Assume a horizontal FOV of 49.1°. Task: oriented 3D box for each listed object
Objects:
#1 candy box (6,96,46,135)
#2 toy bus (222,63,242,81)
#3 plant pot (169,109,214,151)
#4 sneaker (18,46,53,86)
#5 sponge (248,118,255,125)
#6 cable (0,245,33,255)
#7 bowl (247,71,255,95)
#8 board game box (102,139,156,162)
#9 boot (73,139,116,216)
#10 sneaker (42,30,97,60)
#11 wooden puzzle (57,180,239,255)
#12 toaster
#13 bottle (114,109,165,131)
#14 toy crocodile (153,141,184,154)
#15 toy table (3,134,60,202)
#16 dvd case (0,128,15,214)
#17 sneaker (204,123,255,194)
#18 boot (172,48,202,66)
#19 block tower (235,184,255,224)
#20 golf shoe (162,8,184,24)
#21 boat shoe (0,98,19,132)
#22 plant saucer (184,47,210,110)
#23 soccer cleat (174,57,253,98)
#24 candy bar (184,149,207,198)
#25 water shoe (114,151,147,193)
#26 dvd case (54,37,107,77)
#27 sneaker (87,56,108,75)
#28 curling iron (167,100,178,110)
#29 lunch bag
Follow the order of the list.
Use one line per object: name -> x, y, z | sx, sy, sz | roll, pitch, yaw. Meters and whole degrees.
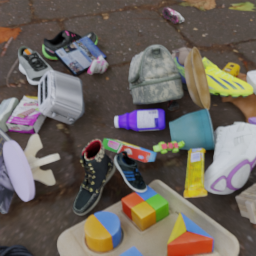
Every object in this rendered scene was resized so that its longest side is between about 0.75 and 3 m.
candy box -> -3.212, -0.439, 9.157 | 0.934, 0.418, 1.369 | 6, 45, 7
toy bus -> 3.714, -1.972, 10.484 | 1.019, 0.558, 1.080 | -11, 46, 3
plant pot -> 1.806, 0.125, 8.123 | 1.133, 1.206, 1.206 | -9, 44, 10
sneaker -> -3.537, -2.332, 10.510 | 0.928, 0.995, 2.511 | -29, 45, -28
sponge -> 4.544, -0.236, 8.944 | 1.130, 0.168, 0.630 | -10, 20, -6
cable -> -2.750, 3.084, 5.547 | 1.843, 0.468, 1.504 | -3, 45, -3
bowl -> 5.150, -1.428, 9.996 | 1.591, 0.594, 1.589 | -5, 42, -6
board game box -> 0.043, 0.617, 7.679 | 1.269, 0.971, 0.256 | 17, 91, 20
boot -> -0.947, 1.164, 6.707 | 0.585, 1.223, 1.619 | 19, 59, 26
sneaker -> -2.435, -3.670, 11.989 | 2.502, 1.048, 0.960 | -25, 50, -23
wooden puzzle -> 0.280, 2.272, 5.691 | 2.899, 0.671, 2.685 | -26, 35, -26
toaster -> -2.131, -1.046, 8.889 | 1.172, 1.031, 1.815 | 17, 52, -39
bottle -> 0.364, -0.222, 8.776 | 1.564, 0.511, 0.653 | -4, 78, 10
toy crocodile -> 1.099, 0.512, 7.578 | 0.867, 0.268, 0.293 | -5, 67, -11
toy table -> -2.432, 0.951, 7.027 | 1.375, 1.496, 0.876 | 0, 15, 41
dvd case -> -3.216, 0.955, 6.993 | 0.151, 1.410, 1.897 | -19, 38, 14
sneaker -> 2.751, 0.743, 7.675 | 2.947, 1.103, 1.468 | -30, 41, -35
boot -> 2.368, -2.722, 11.453 | 1.219, 0.586, 1.667 | -2, 43, 7
block tower -> 3.538, 1.568, 6.890 | 1.996, 0.539, 0.577 | -24, 9, -24
golf shoe -> 2.337, -5.857, 14.670 | 0.635, 0.501, 1.380 | -15, 52, -33
boat shoe -> -4.043, -0.403, 9.091 | 0.558, 0.546, 1.565 | -4, 40, 6
plant saucer -> 2.077, -1.448, 8.502 | 0.339, 1.915, 1.915 | -11, 39, 27
soccer cleat -> 2.877, -1.768, 9.722 | 3.001, 1.255, 0.970 | 12, 7, 6
candy bar -> 1.511, 0.931, 6.251 | 0.454, 0.202, 1.820 | -11, 22, 19
water shoe -> 0.084, 1.025, 6.509 | 1.074, 0.424, 0.384 | 49, 46, 9
dvd case -> -1.931, -2.959, 11.509 | 1.302, 0.160, 1.825 | 47, 56, 5
sneaker -> -1.141, -2.394, 11.003 | 0.546, 0.503, 1.237 | 36, 44, -2
curling iron -> 1.603, -1.043, 9.883 | 0.376, 0.194, 1.516 | -2, 33, 13
lunch bag -> 0.759, -1.667, 9.006 | 1.405, 1.691, 2.017 | -10, 6, -9
